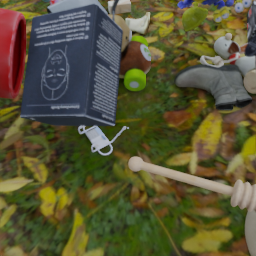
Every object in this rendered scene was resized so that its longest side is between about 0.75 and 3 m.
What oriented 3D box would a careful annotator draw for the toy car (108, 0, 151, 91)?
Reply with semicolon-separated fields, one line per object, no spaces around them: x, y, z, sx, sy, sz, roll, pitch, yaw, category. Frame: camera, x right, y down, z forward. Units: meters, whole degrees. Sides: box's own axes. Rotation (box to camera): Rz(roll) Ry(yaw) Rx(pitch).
-0.242;-2.895;9.098;2.092;2.651;2.178;4;55;3;toy car

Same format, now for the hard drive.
-2.071;-4.749;11.555;2.041;0.336;1.424;-38;87;-23;hard drive

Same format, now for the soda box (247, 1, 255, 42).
5.230;-4.267;11.292;0.616;0.689;1.947;13;55;6;soda box

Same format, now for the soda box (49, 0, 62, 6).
-3.040;-5.223;12.127;0.491;0.445;1.403;-17;55;-13;soda box

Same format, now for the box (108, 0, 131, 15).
-0.375;-5.259;12.165;0.937;0.445;0.364;-12;56;-7;box

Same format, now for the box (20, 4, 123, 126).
-1.282;-1.334;6.630;1.826;1.317;2.460;1;82;26;box

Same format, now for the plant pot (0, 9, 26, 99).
-3.613;-1.879;6.781;1.941;2.132;2.132;7;53;-16;plant pot

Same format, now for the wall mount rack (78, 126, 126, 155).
-0.758;0.097;8.287;1.171;0.502;1.347;-29;60;-19;wall mount rack

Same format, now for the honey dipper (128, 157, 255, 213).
1.250;0.995;5.258;2.673;0.508;0.508;15;56;16;honey dipper

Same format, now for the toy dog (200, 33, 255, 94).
4.132;-2.422;9.407;2.990;1.440;1.972;38;48;22;toy dog

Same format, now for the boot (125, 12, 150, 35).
0.390;-4.373;11.525;0.976;0.455;1.263;10;57;8;boot

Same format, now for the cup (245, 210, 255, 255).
4.207;2.161;5.896;2.786;1.992;2.786;0;54;0;cup

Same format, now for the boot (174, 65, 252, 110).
2.781;-1.282;9.160;2.320;0.786;1.516;-5;61;-2;boot

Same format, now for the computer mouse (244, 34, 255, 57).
2.916;-1.896;6.096;0.228;0.865;0.599;18;31;-30;computer mouse

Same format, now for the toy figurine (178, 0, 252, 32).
2.072;-4.055;7.980;1.754;2.928;1.545;18;82;-26;toy figurine

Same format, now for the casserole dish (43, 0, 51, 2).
-2.057;-4.207;8.214;0.887;0.284;1.464;-2;54;44;casserole dish
